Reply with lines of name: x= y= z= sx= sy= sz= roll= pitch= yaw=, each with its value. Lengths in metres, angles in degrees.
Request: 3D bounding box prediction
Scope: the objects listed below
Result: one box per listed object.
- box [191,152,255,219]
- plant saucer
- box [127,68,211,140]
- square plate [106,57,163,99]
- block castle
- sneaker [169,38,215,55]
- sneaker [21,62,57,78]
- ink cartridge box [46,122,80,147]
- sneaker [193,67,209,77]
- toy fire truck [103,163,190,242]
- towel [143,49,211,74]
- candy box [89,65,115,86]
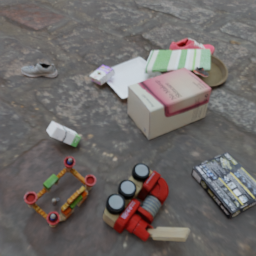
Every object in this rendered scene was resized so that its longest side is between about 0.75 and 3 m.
box: x=3.309 y=1.820 z=9.275 sx=1.566 sy=0.477 sz=1.943 roll=-22 pitch=49 yaw=-19
plant saucer: x=3.643 y=-2.827 z=13.840 sx=2.499 sy=0.368 sz=2.499 roll=2 pitch=53 yaw=-2
box: x=1.602 y=-1.056 z=11.409 sx=2.848 sy=1.552 sz=1.821 roll=-21 pitch=48 yaw=-20
square plate: x=0.184 y=-2.400 z=13.513 sx=2.501 sy=0.356 sz=2.477 roll=-26 pitch=48 yaw=-18
block castle: x=-2.021 y=1.931 z=8.551 sx=1.293 sy=0.907 sz=1.934 roll=39 pitch=56 yaw=10
sneaker: x=3.413 y=-4.163 z=14.815 sx=2.800 sy=1.215 sz=1.032 roll=-14 pitch=46 yaw=-14
sneaker: x=-4.441 y=-2.988 z=13.964 sx=1.791 sy=0.734 sz=0.669 roll=2 pitch=45 yaw=2
ink cartridge box: x=-2.383 y=0.231 z=10.321 sx=0.438 sy=1.040 sz=0.759 roll=-60 pitch=35 yaw=2
sneaker: x=3.110 y=-2.360 z=11.698 sx=0.770 sy=0.315 sz=0.297 roll=7 pitch=35 yaw=-30
toy fire truck: x=0.695 y=2.370 z=8.210 sx=2.317 sy=1.491 sz=2.039 roll=34 pitch=53 yaw=14
towel: x=2.367 y=-3.173 z=13.322 sx=2.982 sy=0.349 sz=2.275 roll=2 pitch=37 yaw=16
candy box: x=-1.236 y=-2.511 z=13.324 sx=0.945 sy=0.338 sz=0.793 roll=-43 pitch=48 yaw=-20
